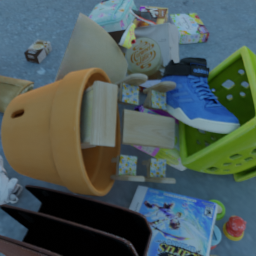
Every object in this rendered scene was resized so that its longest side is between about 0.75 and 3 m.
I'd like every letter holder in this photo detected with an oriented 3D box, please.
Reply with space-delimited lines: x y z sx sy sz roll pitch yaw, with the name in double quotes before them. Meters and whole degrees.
"letter holder" -1.198 1.998 5.411 2.859 2.032 1.438 8 53 21

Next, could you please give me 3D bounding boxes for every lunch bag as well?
"lunch bag" -0.684 -4.847 12.245 1.972 0.948 2.459 -5 46 24

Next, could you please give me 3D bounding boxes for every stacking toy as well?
"stacking toy" 2.059 2.194 6.643 1.219 0.515 1.103 -16 51 -14

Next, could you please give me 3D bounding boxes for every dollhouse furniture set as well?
"dollhouse furniture set" 0.113 -0.032 6.099 2.605 1.695 2.393 8 80 -29

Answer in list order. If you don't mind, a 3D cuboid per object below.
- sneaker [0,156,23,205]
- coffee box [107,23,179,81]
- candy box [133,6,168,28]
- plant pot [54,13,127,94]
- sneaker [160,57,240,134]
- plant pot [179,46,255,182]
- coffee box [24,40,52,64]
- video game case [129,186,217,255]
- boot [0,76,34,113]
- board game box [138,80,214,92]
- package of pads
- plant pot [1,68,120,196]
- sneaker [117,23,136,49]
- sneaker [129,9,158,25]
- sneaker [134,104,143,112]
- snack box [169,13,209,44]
"sneaker" -3.240 1.364 7.373 0.854 0.558 1.485 -5 54 -5
"coffee box" 0.122 -2.296 9.020 2.831 1.619 1.129 2 12 25
"candy box" 0.970 -4.679 12.651 1.339 0.648 2.295 10 50 11
"plant pot" -1.028 -1.639 7.949 1.716 2.556 2.556 20 46 -18
"sneaker" 1.700 -0.940 6.917 1.067 1.546 2.779 4 18 -29
"plant pot" 2.934 -0.111 7.205 2.231 2.447 2.459 25 49 -23
"coffee box" -3.660 -3.121 11.424 0.600 0.418 1.049 13 50 12
"video game case" 0.853 2.323 6.294 1.956 0.444 1.773 8 50 23
"boot" -4.605 -1.725 9.894 2.905 0.961 2.544 14 63 14
"board game box" 1.693 -1.572 10.149 2.771 0.270 1.427 18 52 15
"package of pads" 1.053 0.236 7.979 1.836 0.626 1.419 26 53 -1
"plant pot" -1.437 0.125 6.358 1.934 2.763 2.763 -3 47 15
"sneaker" 0.043 -2.433 7.508 0.408 0.353 0.904 31 59 -12
"sneaker" 0.477 -3.376 8.348 0.885 0.363 0.341 21 18 -15
"sneaker" 0.534 -0.582 8.889 0.652 0.630 1.562 38 51 -12
"snack box" 2.692 -4.495 12.597 1.301 0.485 1.829 -7 49 -6
